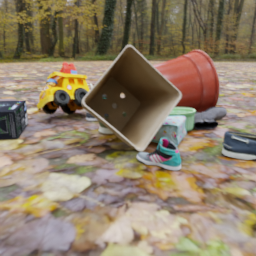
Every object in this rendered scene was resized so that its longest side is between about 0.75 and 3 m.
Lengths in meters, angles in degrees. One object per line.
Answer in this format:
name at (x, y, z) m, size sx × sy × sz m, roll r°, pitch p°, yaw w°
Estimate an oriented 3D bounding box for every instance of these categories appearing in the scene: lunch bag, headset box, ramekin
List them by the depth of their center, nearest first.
lunch bag at (1.074, 0.031, 8.746) m, size 1.286 × 0.784 × 1.095 m, roll 5°, pitch 19°, yaw 26°
headset box at (-4.651, -0.291, 9.474) m, size 2.091 × 0.970 × 1.821 m, roll -2°, pitch 17°, yaw -8°
ramekin at (1.645, -0.288, 9.806) m, size 1.380 × 0.674 × 1.380 m, roll -2°, pitch 12°, yaw 0°

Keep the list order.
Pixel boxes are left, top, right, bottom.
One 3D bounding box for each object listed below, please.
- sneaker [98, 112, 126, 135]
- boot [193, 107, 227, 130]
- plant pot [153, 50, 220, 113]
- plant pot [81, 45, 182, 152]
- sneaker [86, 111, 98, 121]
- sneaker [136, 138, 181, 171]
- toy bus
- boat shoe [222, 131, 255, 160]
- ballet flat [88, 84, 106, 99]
sneaker at (0.068, -0.436, 9.816) m, size 2.323 × 1.043 × 0.779 m, roll -8°, pitch 19°, yaw -24°
boot at (3.055, -0.279, 10.335) m, size 1.705 × 0.595 × 1.122 m, roll -14°, pitch 22°, yaw -7°
plant pot at (1.761, -1.596, 11.404) m, size 2.653 × 2.727 × 2.727 m, roll -14°, pitch 20°, yaw -18°
plant pot at (-0.117, -0.741, 8.207) m, size 2.079 × 2.077 × 1.841 m, roll 40°, pitch -15°, yaw -14°
sneaker at (-0.964, -0.748, 11.224) m, size 1.479 × 0.827 × 0.540 m, roll -8°, pitch 20°, yaw -25°
sneaker at (0.755, 0.586, 6.988) m, size 1.202 × 0.726 × 0.503 m, roll 10°, pitch 19°, yaw 29°
toy bus at (-2.645, -1.667, 11.432) m, size 2.108 × 2.024 × 1.430 m, roll -5°, pitch -9°, yaw -41°
boat shoe at (3.734, 0.440, 7.477) m, size 2.333 × 0.721 × 0.874 m, roll 4°, pitch 17°, yaw 14°
ballet flat at (-1.982, -2.088, 15.806) m, size 2.170 × 0.742 × 0.738 m, roll 7°, pitch 17°, yaw 21°
